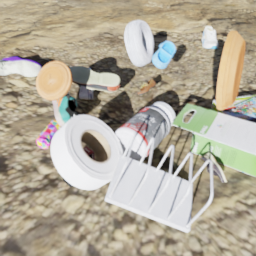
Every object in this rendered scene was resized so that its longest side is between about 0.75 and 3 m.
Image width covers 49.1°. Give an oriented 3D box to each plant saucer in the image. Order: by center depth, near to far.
[{"bbox_3d":[3.306,-1.774,8.919,0.468,2.500,2.500,11,39,24],"label":"plant saucer"},{"bbox_3d":[-2.394,-1.513,8.933,1.285,0.207,1.285,-3,80,17],"label":"plant saucer"}]

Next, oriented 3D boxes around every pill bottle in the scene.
[{"bbox_3d":[0.568,0.051,8.590,1.147,1.147,1.980,23,43,27],"label":"pill bottle"}]

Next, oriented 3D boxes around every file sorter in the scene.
[{"bbox_3d":[0.758,1.174,6.597,2.082,1.296,1.445,21,39,-2],"label":"file sorter"}]

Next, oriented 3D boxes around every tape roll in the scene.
[{"bbox_3d":[-1.024,0.621,7.361,1.924,0.673,1.924,30,40,-29],"label":"tape roll"}]

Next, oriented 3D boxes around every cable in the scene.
[{"bbox_3d":[0.470,-3.301,10.986,0.604,1.746,1.745,-7,2,27],"label":"cable"}]

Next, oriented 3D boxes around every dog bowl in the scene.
[{"bbox_3d":[1.188,-2.400,9.110,0.574,0.255,1.030,34,65,-9],"label":"dog bowl"}]

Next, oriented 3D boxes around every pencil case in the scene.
[{"bbox_3d":[-2.500,0.194,8.971,0.481,0.481,1.089,10,40,13],"label":"pencil case"}]

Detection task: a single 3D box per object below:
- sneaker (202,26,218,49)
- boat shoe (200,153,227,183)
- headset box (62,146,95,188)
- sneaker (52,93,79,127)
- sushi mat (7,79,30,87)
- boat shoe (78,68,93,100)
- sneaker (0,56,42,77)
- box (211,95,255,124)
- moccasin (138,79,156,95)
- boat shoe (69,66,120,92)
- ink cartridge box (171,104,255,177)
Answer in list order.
[{"bbox_3d":[4.385,-4.825,15.070,0.745,0.787,1.948,1,39,-1],"label":"sneaker"},{"bbox_3d":[2.332,1.124,7.698,0.363,0.403,1.121,-27,36,5],"label":"boat shoe"},{"bbox_3d":[-1.320,1.032,7.664,0.387,0.745,1.001,31,49,33],"label":"headset box"},{"bbox_3d":[-2.110,-0.929,9.405,0.761,0.680,1.904,-27,61,9],"label":"sneaker"},{"bbox_3d":[-3.617,-1.481,9.309,0.430,0.054,0.899,1,-5,2],"label":"sushi mat"},{"bbox_3d":[-1.737,-1.819,11.314,0.613,0.690,1.874,-5,39,-5],"label":"boat shoe"},{"bbox_3d":[-4.822,-2.881,12.619,2.171,0.755,1.080,5,38,6],"label":"sneaker"},{"bbox_3d":[4.531,-0.556,9.898,2.707,0.470,1.490,-8,39,-10],"label":"box"},{"bbox_3d":[0.671,-1.540,10.504,0.950,0.367,0.347,-41,18,-28],"label":"moccasin"},{"bbox_3d":[-1.345,-1.770,10.481,2.084,0.652,0.742,9,68,-4],"label":"boat shoe"},{"bbox_3d":[2.799,0.276,8.551,2.752,0.816,1.429,21,43,24],"label":"ink cartridge box"}]
